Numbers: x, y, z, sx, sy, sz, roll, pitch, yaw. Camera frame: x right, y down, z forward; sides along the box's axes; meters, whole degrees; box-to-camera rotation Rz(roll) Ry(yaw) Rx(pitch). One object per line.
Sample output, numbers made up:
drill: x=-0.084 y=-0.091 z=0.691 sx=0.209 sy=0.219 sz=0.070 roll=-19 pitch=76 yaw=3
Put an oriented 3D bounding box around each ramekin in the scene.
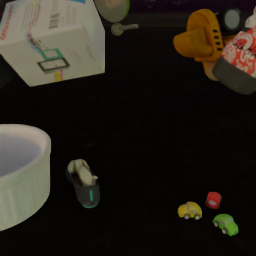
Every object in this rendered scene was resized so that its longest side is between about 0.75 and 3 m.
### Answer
ramekin: x=-2.485 y=0.851 z=5.056 sx=2.232 sy=1.088 sz=2.232 roll=0 pitch=23 yaw=0

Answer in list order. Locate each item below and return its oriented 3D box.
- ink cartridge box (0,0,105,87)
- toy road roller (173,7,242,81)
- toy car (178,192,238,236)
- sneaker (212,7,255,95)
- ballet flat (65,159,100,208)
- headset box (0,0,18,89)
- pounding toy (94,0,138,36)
ink cartridge box: x=-1.769 y=-2.185 z=6.809 sx=2.073 sy=1.514 sz=1.521 roll=-8 pitch=60 yaw=11
toy road roller: x=1.814 y=-1.783 z=6.379 sx=1.270 sy=1.739 sz=1.069 roll=-24 pitch=19 yaw=-13
toy car: x=1.475 y=1.448 z=4.783 sx=0.996 sy=0.222 sz=0.938 roll=-14 pitch=27 yaw=-28
sneaker: x=2.286 y=-1.334 z=4.397 sx=0.849 sy=1.362 sz=2.542 roll=43 pitch=33 yaw=19
ballet flat: x=-0.910 y=0.937 z=5.569 sx=0.557 sy=0.557 sz=1.524 roll=-10 pitch=26 yaw=-21
headset box: x=-3.846 y=-2.266 z=6.385 sx=1.111 sy=2.961 sz=2.201 roll=4 pitch=41 yaw=27
pounding toy: x=-0.235 y=-3.846 z=8.584 sx=1.330 sy=1.724 sz=0.800 roll=1 pitch=35 yaw=50
